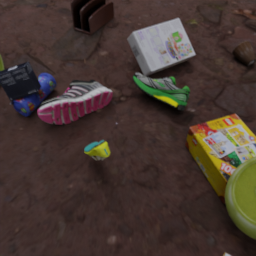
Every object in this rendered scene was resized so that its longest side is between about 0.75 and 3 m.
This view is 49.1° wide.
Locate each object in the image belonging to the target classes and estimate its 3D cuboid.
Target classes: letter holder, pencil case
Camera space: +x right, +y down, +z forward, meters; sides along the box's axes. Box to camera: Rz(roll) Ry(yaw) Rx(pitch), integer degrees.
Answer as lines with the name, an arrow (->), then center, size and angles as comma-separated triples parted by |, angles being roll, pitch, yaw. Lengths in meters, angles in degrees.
letter holder -> -1.695, -5.804, 13.657 | 1.066, 1.506, 2.119 | 24, 52, 19
pencil case -> -3.377, -1.201, 10.077 | 0.798, 0.717, 1.837 | 3, 45, 32

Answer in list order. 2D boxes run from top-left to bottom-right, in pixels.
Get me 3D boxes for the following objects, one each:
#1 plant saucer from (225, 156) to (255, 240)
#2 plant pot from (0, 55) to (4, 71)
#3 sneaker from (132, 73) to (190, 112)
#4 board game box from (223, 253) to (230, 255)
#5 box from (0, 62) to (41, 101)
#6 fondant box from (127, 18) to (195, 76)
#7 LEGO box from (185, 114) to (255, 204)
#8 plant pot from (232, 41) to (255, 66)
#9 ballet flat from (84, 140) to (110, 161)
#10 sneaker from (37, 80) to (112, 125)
plant saucer -> 3.173, 1.450, 6.231 | 2.119, 0.329, 2.119 | -22, 47, 25
plant pot -> -6.175, -2.391, 10.476 | 2.051, 2.160, 2.160 | -14, 49, 4
sneaker -> 1.167, -1.448, 10.011 | 2.240, 0.874, 0.954 | 28, 93, 16
board game box -> 2.377, 3.508, 6.182 | 0.861, 0.227, 1.125 | 23, 52, 19
box -> -3.616, -1.539, 9.300 | 1.044, 0.951, 0.544 | -17, 29, 5
fondant box -> 1.365, -3.265, 11.314 | 2.328, 0.678, 1.680 | -25, 90, -22
LEGO box -> 2.976, 0.829, 8.142 | 1.681, 0.871, 2.257 | -16, 50, -14
plant pot -> 4.972, -3.057, 11.792 | 0.786, 0.786, 0.841 | -18, 66, -16
ballet flat -> -0.851, 0.667, 7.760 | 0.497, 1.487, 0.498 | -35, 96, -22
sneaker -> -1.927, -0.998, 9.741 | 2.677, 0.987, 1.171 | -24, 52, -26
